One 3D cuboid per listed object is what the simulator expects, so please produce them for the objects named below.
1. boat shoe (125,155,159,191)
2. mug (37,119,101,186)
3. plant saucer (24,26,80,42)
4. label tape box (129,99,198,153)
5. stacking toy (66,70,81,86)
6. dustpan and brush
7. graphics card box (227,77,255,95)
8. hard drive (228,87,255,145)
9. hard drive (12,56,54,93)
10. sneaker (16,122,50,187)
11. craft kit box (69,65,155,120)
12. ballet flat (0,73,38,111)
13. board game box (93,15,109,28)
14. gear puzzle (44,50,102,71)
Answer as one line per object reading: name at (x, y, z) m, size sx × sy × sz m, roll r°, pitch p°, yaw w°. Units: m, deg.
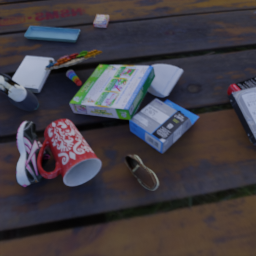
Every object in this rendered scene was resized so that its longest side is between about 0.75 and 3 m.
boat shoe at (0.351, 1.390, 8.808) m, size 0.547 × 0.548 × 1.482 m, roll -53°, pitch 49°, yaw 7°
mug at (-1.982, 0.693, 8.817) m, size 1.694 × 1.273 × 1.908 m, roll 8°, pitch 38°, yaw -49°
plant saucer at (-3.770, -4.671, 14.011) m, size 2.625 × 0.249 × 0.918 m, roll 6°, pitch 51°, yaw 4°
label tape box at (1.336, -0.309, 10.139) m, size 1.551 × 0.716 × 2.165 m, roll 35°, pitch 62°, yaw 29°
stacking toy at (-2.270, -2.093, 11.890) m, size 0.359 × 0.359 × 0.841 m, roll -32°, pitch 62°, yaw -23°
dustpan and brush at (0.931, -2.204, 11.875) m, size 2.327 × 0.666 × 1.624 m, roll 28°, pitch 66°, yaw 13°
graphics card box at (5.226, -1.423, 11.211) m, size 2.088 × 0.531 × 1.310 m, roll -21°, pitch 55°, yaw -15°
hard drive at (4.650, -0.481, 10.030) m, size 1.415 × 0.383 × 2.025 m, roll -12°, pitch 69°, yaw -15°
hard drive at (-4.157, -2.355, 12.126) m, size 1.324 × 0.268 × 2.007 m, roll 7°, pitch 52°, yaw 6°
sneaker at (-3.050, 0.823, 9.242) m, size 0.968 × 0.900 × 2.241 m, roll -8°, pitch 64°, yaw -4°
craft kit box at (-0.562, -1.479, 10.826) m, size 2.533 × 0.622 × 2.565 m, roll 10°, pitch 50°, yaw 25°
ballet flat at (-4.503, -1.458, 10.887) m, size 2.356 × 0.861 × 0.861 m, roll 36°, pitch 60°, yaw 19°
board game box at (-1.415, -5.651, 14.806) m, size 0.684 × 0.209 × 0.903 m, roll 6°, pitch 52°, yaw 5°
gear puzzle at (-2.226, -2.863, 11.436) m, size 2.843 × 0.372 × 1.473 m, roll 1°, pitch 28°, yaw 41°
